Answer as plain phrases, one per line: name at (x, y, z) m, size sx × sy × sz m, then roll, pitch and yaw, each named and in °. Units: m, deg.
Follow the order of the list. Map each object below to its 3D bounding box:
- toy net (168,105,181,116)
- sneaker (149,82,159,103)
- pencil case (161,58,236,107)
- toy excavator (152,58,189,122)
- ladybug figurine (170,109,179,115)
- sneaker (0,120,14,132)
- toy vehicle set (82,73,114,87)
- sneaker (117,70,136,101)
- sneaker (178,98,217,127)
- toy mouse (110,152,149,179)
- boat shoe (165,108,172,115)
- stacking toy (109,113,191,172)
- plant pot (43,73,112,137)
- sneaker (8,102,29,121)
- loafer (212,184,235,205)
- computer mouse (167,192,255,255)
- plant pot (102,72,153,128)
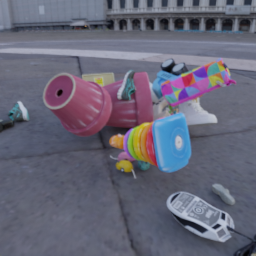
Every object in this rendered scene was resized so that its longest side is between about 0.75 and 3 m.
toy net at (1.750, -0.557, 10.613) m, size 0.160 × 0.434 × 0.826 m, roll 10°, pitch 28°, yaw -28°
sneaker at (1.058, -1.833, 15.209) m, size 1.130 × 1.073 × 2.808 m, roll -20°, pitch 23°, yaw -19°
pencil case at (2.360, -1.523, 9.717) m, size 2.414 × 1.067 × 1.067 m, roll -21°, pitch 15°, yaw 24°
toy excavator at (1.698, -1.368, 12.208) m, size 2.922 × 1.460 × 2.841 m, roll -42°, pitch 32°, yaw -3°
ladybug figurine at (2.429, -0.583, 12.759) m, size 1.103 × 0.397 × 0.748 m, roll 15°, pitch 27°, yaw 31°
sneaker at (-5.109, -0.115, 11.647) m, size 0.547 × 0.385 × 1.030 m, roll -5°, pitch 22°, yaw -6°
toy vehicle set at (-1.252, -1.901, 11.997) m, size 1.356 × 0.843 × 0.180 m, roll -5°, pitch -18°, yaw -8°
sneaker at (0.063, -1.508, 10.199) m, size 0.548 × 1.202 × 0.466 m, roll 20°, pitch -7°, yaw 17°
sneaker at (2.553, -0.714, 10.783) m, size 0.844 × 1.325 × 2.292 m, roll 3°, pitch -1°, yaw -21°
toy mouse at (0.177, 1.014, 8.900) m, size 1.374 × 0.299 × 1.546 m, roll -12°, pitch 23°, yaw -42°
boat shoe at (1.846, -0.434, 12.361) m, size 0.434 × 0.488 × 1.327 m, roll 7°, pitch 37°, yaw -5°
stacking toy at (0.388, 0.437, 8.141) m, size 2.597 × 1.425 × 1.507 m, roll -3°, pitch 10°, yaw 43°
plant pot at (-1.763, -0.870, 9.313) m, size 1.940 × 1.940 × 1.736 m, roll 14°, pitch -12°, yaw 30°
sneaker at (-5.159, -0.737, 12.875) m, size 0.779 × 0.663 × 1.709 m, roll -17°, pitch 27°, yaw -28°
loafer at (2.549, 1.728, 7.397) m, size 0.289 × 0.290 × 0.829 m, roll -15°, pitch 25°, yaw -14°
computer mouse at (1.874, 2.155, 6.190) m, size 2.246 × 0.493 × 1.232 m, roll 24°, pitch 37°, yaw 33°
plant pot at (-0.177, -0.965, 11.293) m, size 2.092 × 2.337 × 2.337 m, roll -7°, pitch 23°, yaw -2°
